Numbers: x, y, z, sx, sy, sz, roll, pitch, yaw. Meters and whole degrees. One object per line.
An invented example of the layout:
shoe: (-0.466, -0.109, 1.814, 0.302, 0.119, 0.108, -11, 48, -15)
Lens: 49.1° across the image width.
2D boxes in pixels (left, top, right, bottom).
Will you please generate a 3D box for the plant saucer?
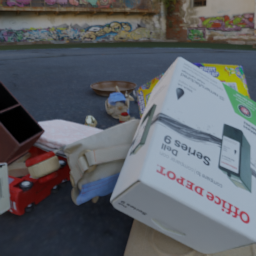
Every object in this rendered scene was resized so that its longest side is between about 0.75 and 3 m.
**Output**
plant saucer: (-0.904, -2.444, 17.590, 2.884, 0.527, 2.884, -1, 22, 0)

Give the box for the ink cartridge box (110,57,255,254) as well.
ink cartridge box: (1.253, 0.439, 5.261, 2.169, 1.249, 2.972, 28, 52, -9)

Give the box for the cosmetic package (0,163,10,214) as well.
cosmetic package: (-3.745, 1.290, 5.486, 2.372, 1.035, 1.226, -4, 1, 5)

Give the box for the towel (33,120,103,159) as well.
towel: (-1.861, 0.313, 9.081, 2.888, 0.466, 2.759, 15, 13, 24)

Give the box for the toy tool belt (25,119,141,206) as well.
toy tool belt: (-0.652, 1.075, 6.508, 2.992, 1.839, 1.868, -21, 2, -4)

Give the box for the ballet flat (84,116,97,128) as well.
ballet flat: (-1.596, -0.236, 11.876, 0.532, 0.492, 1.508, -7, 21, -6)

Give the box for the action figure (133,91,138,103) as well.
action figure: (1.364, -1.626, 15.420, 1.836, 0.993, 1.898, 16, -1, 20)

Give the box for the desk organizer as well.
desk organizer: (-3.693, -0.501, 7.291, 2.983, 1.148, 1.070, 48, 32, -1)

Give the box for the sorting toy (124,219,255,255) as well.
sorting toy: (1.503, 2.126, 5.863, 2.850, 0.520, 2.638, 0, 21, 13)

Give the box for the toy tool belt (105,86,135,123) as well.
toy tool belt: (-0.382, -1.135, 13.090, 1.318, 1.297, 2.110, -5, 22, -14)

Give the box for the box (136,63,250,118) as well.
box: (2.291, -0.994, 10.198, 2.871, 1.751, 2.765, -5, -9, -32)

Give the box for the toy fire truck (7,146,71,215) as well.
toy fire truck: (-2.730, 1.185, 7.800, 2.030, 0.702, 2.878, 10, 21, 23)
